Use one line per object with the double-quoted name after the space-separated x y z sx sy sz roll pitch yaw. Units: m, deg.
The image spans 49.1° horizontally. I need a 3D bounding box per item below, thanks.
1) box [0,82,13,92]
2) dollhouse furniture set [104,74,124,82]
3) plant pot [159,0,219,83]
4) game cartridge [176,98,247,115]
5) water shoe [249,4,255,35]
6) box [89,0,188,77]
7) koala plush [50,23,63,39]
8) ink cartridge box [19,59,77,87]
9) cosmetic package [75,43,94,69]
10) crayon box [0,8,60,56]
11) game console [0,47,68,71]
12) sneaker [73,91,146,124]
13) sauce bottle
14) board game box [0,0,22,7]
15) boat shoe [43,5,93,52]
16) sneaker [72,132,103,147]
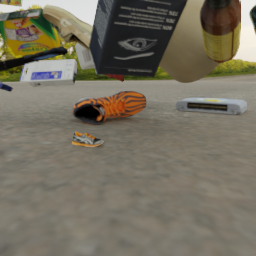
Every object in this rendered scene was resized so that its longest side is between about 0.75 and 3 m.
-4.493 -1.522 9.520 0.747 0.200 1.234 26 1 -5 "box"
-0.162 -2.732 9.250 0.848 2.085 1.122 22 38 8 "dollhouse furniture set"
1.153 -2.909 7.877 2.613 2.447 2.447 21 -2 -35 "plant pot"
3.803 -1.036 12.693 2.801 0.567 1.868 7 10 30 "game cartridge"
2.910 -2.255 6.095 0.319 0.891 0.352 -26 -7 6 "water shoe"
0.086 -2.039 5.626 1.385 1.872 0.976 -1 52 -24 "box"
-2.685 -4.010 10.676 1.022 0.906 0.939 37 27 -7 "koala plush"
-2.416 -1.673 8.568 1.630 0.811 0.320 0 -29 5 "ink cartridge box"
-0.442 -3.195 11.402 2.951 1.092 1.500 -21 10 -40 "cosmetic package"
-3.519 -3.316 9.838 1.745 0.509 1.505 -2 -33 13 "crayon box"
-2.040 -1.434 5.845 1.629 0.196 0.961 -6 19 27 "game console"
-0.634 -0.625 9.906 2.693 1.045 1.509 -10 16 1 "sneaker"
1.871 -2.187 5.630 0.830 0.830 2.516 4 -13 19 "sauce bottle"
-4.091 -4.183 8.488 1.574 0.446 1.301 -2 38 -24 "board game box"
-1.841 -3.119 8.921 2.250 0.731 0.812 30 -7 4 "boat shoe"
-0.989 0.275 6.816 0.798 0.308 0.312 4 10 10 "sneaker"
